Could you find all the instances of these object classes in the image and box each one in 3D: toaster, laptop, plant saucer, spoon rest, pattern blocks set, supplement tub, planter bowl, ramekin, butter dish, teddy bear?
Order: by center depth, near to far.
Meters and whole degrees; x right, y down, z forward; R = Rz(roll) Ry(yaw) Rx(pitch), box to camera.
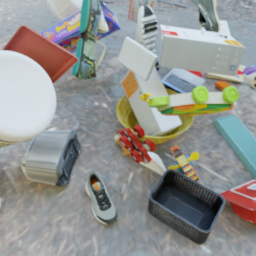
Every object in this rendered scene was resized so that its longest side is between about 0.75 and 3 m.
[{"bbox_3d":[-3.173,-0.473,6.628,2.673,1.938,1.938,-14,32,44],"label":"supplement tub"},{"bbox_3d":[-2.226,-1.694,6.787,1.494,1.497,0.275,26,47,-38],"label":"plant saucer"},{"bbox_3d":[3.534,2.160,7.643,1.466,1.087,1.470,-17,8,-19],"label":"butter dish"},{"bbox_3d":[-2.358,0.950,8.656,1.310,1.152,2.028,5,50,9],"label":"toaster"},{"bbox_3d":[1.043,1.214,8.691,1.795,0.892,0.544,19,66,0],"label":"spoon rest"},{"bbox_3d":[-0.105,0.502,9.227,0.419,0.909,1.254,-23,55,-18],"label":"teddy bear"},{"bbox_3d":[4.029,0.577,9.589,0.985,0.267,2.818,-14,50,-12],"label":"plant saucer"},{"bbox_3d":[0.889,-0.229,9.724,2.614,1.089,2.614,1,45,-1],"label":"planter bowl"},{"bbox_3d":[-1.901,-4.971,10.570,1.057,2.169,2.169,-14,31,46],"label":"ramekin"},{"bbox_3d":[2.065,-2.008,11.427,1.558,0.965,1.664,34,71,27],"label":"laptop"},{"bbox_3d":[4.289,-2.517,12.426,2.928,0.237,2.574,23,51,20],"label":"pattern blocks set"}]

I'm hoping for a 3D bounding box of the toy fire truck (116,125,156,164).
[{"bbox_3d":[0.149,0.414,6.536,0.545,0.816,0.972,-38,93,-19],"label":"toy fire truck"}]

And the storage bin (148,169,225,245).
[{"bbox_3d":[1.560,2.143,7.742,1.808,0.848,1.222,27,53,23],"label":"storage bin"}]

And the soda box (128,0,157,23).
[{"bbox_3d":[0.613,-4.887,9.900,0.767,2.244,0.713,29,46,19],"label":"soda box"}]

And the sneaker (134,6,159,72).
[{"bbox_3d":[0.514,-3.042,9.875,0.869,2.313,0.937,-23,28,-39],"label":"sneaker"}]

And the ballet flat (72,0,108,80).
[{"bbox_3d":[-1.092,-2.785,8.566,0.988,2.662,0.988,12,18,-4],"label":"ballet flat"}]

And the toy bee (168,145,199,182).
[{"bbox_3d":[1.570,0.994,8.613,1.012,0.840,1.545,-45,39,-13],"label":"toy bee"}]

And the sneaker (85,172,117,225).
[{"bbox_3d":[-0.821,1.998,8.002,0.616,0.660,1.666,-19,52,-19],"label":"sneaker"}]

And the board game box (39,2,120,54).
[{"bbox_3d":[-1.755,-3.566,10.370,2.587,1.740,0.579,-21,89,15],"label":"board game box"}]

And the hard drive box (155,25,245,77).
[{"bbox_3d":[2.129,-2.468,8.812,2.356,0.905,1.836,6,30,-3],"label":"hard drive box"}]

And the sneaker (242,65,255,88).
[{"bbox_3d":[3.093,-1.339,5.983,1.341,0.541,0.559,-18,47,-6],"label":"sneaker"}]

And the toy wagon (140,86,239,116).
[{"bbox_3d":[1.409,-0.594,6.861,2.338,1.814,0.463,-3,85,-20],"label":"toy wagon"}]

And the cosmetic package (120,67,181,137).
[{"bbox_3d":[0.707,-0.874,9.393,0.844,1.202,2.370,-20,80,-25],"label":"cosmetic package"}]

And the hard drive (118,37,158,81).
[{"bbox_3d":[0.256,-2.034,8.286,1.206,0.796,0.158,40,37,24],"label":"hard drive"}]

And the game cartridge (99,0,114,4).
[{"bbox_3d":[-0.901,-4.440,8.938,0.237,0.801,1.235,9,17,33],"label":"game cartridge"}]

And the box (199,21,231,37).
[{"bbox_3d":[4.035,-4.272,13.334,1.285,1.007,2.066,6,40,8],"label":"box"}]

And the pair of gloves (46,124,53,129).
[{"bbox_3d":[-3.509,-0.112,10.245,1.225,0.215,1.042,-29,50,-27],"label":"pair of gloves"}]

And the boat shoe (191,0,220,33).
[{"bbox_3d":[2.638,-3.849,9.686,0.699,2.262,0.823,-35,61,6],"label":"boat shoe"}]
